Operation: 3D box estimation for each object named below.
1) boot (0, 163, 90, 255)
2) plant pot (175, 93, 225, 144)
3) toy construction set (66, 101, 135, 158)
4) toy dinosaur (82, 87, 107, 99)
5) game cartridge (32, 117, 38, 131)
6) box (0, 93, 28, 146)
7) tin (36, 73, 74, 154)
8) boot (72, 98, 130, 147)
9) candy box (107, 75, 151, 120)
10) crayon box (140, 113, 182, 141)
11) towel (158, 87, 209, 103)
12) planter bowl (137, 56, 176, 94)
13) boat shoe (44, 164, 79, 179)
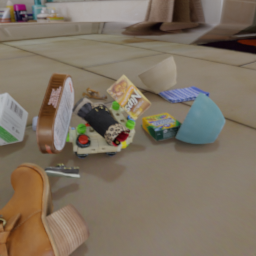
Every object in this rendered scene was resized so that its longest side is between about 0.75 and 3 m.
[{"bbox_3d":[-2.320,1.829,5.311,2.141,1.058,2.758,-24,42,-34],"label":"boot"},{"bbox_3d":[2.338,-0.143,8.714,1.094,1.625,1.625,28,33,12],"label":"plant pot"},{"bbox_3d":[-0.970,0.034,8.445,2.766,1.274,1.814,-12,52,-6],"label":"toy construction set"},{"bbox_3d":[-1.659,-1.558,12.802,1.713,0.518,0.910,30,13,40],"label":"toy dinosaur"},{"bbox_3d":[-2.774,-0.205,10.110,1.304,0.267,0.868,-8,32,-14],"label":"game cartridge"},{"bbox_3d":[-3.844,-0.231,8.519,0.958,1.113,1.119,-11,55,13],"label":"box"},{"bbox_3d":[-1.825,-0.399,7.294,0.487,1.302,2.325,6,56,-1],"label":"tin"},{"bbox_3d":[-0.576,-0.116,7.548,1.387,0.674,1.842,39,4,16],"label":"boot"},{"bbox_3d":[0.028,-0.867,8.100,0.678,1.175,0.325,-43,-1,2],"label":"candy box"},{"bbox_3d":[1.090,-0.100,9.492,0.967,0.397,1.538,-12,22,-13],"label":"crayon box"},{"bbox_3d":[2.549,-1.580,12.911,1.986,0.237,1.438,-10,26,-18],"label":"towel"},{"bbox_3d":[1.456,-2.282,12.655,1.767,1.189,1.767,-28,8,4],"label":"planter bowl"},{"bbox_3d":[-1.546,0.998,6.553,0.341,0.288,0.956,-18,-25,36],"label":"boat shoe"}]
